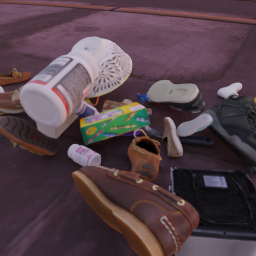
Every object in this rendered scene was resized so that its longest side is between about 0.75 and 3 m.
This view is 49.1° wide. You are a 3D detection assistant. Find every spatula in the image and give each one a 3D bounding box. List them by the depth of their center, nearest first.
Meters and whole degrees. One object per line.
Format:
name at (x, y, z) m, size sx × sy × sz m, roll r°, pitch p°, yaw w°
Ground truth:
spatula at (0.966, 0.157, 8.020) m, size 2.930 × 0.301 × 0.828 m, roll 11°, pitch 43°, yaw 15°

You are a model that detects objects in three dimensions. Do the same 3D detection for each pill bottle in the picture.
pill bottle at (-1.108, 0.718, 7.042) m, size 0.791 × 0.448 × 0.448 m, roll 22°, pitch 39°, yaw 30°
pill bottle at (-1.734, -1.166, 7.611) m, size 1.296 × 1.296 × 2.236 m, roll 13°, pitch 44°, yaw 19°
pill bottle at (-1.268, -0.492, 8.508) m, size 0.481 × 0.867 × 0.481 m, roll -21°, pitch 55°, yaw 32°

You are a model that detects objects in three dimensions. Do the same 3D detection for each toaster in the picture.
toaster at (1.612, 1.577, 5.173) m, size 1.795 × 1.065 × 1.623 m, roll 2°, pitch 33°, yaw 4°

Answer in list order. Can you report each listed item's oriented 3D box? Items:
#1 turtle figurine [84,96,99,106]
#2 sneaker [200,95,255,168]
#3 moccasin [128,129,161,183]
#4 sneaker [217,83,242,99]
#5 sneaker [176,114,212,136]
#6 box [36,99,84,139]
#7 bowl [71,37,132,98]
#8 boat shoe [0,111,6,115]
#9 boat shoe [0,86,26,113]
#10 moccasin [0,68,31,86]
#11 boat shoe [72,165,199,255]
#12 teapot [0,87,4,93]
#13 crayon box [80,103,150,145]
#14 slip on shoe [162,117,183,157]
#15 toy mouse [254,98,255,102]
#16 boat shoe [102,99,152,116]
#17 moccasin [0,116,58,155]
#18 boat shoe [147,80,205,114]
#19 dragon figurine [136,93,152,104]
turtle figurine at (-1.664, -1.263, 9.937) m, size 1.339 × 0.535 × 1.661 m, roll -11°, pitch 55°, yaw -1°
sneaker at (3.085, -0.039, 7.311) m, size 1.451 × 0.968 × 2.533 m, roll -39°, pitch 34°, yaw 9°
moccasin at (0.389, 0.531, 6.579) m, size 0.776 × 0.819 × 2.121 m, roll 21°, pitch 10°, yaw 1°
sneaker at (3.870, -1.292, 10.226) m, size 1.033 × 0.381 × 0.597 m, roll -22°, pitch 40°, yaw -15°
sneaker at (1.810, -0.014, 7.545) m, size 0.422 × 1.029 × 0.381 m, roll 19°, pitch 54°, yaw -48°
box at (-2.030, -0.502, 8.644) m, size 0.632 × 0.760 × 1.849 m, roll 10°, pitch 33°, yaw 17°
bowl at (-1.216, -2.327, 9.671) m, size 2.510 × 1.178 × 2.510 m, roll -11°, pitch 49°, yaw 13°
boat shoe at (-4.204, -0.658, 9.227) m, size 1.113 × 0.400 × 0.361 m, roll -11°, pitch 29°, yaw -23°
boat shoe at (-3.299, -0.976, 8.942) m, size 2.213 × 0.794 × 0.838 m, roll 1°, pitch 38°, yaw -22°
moccasin at (-4.597, -2.081, 11.256) m, size 1.323 × 0.511 × 0.484 m, roll -14°, pitch 36°, yaw -21°
boat shoe at (-0.030, 1.236, 4.849) m, size 0.989 × 0.990 × 2.813 m, roll -34°, pitch 30°, yaw -23°
teapot at (-4.919, -1.292, 9.746) m, size 1.165 × 0.851 × 1.150 m, roll 9°, pitch 34°, yaw 15°
crayon box at (-0.411, -0.160, 7.742) m, size 1.795 × 0.523 × 1.066 m, roll -18°, pitch 15°, yaw -6°
slip on shoe at (1.113, 0.239, 7.604) m, size 0.387 × 0.485 × 1.276 m, roll -11°, pitch 56°, yaw -3°
toy mouse at (4.130, -0.571, 8.652) m, size 0.958 × 0.852 × 0.185 m, roll -42°, pitch 23°, yaw -22°
boat shoe at (-0.035, -0.631, 8.807) m, size 1.579 × 0.567 × 0.598 m, roll 4°, pitch -5°, yaw 2°
moccasin at (-2.477, 0.234, 6.801) m, size 0.650 × 1.685 × 0.616 m, roll -18°, pitch 62°, yaw 25°
boat shoe at (1.502, -1.003, 9.337) m, size 0.903 × 0.850 × 2.514 m, roll -54°, pitch 32°, yaw -7°
dragon figurine at (0.546, -0.956, 9.446) m, size 0.391 × 0.232 × 0.787 m, roll -25°, pitch 43°, yaw -7°
